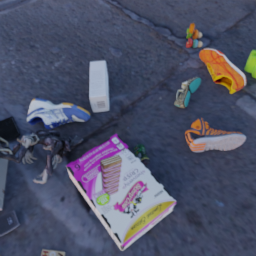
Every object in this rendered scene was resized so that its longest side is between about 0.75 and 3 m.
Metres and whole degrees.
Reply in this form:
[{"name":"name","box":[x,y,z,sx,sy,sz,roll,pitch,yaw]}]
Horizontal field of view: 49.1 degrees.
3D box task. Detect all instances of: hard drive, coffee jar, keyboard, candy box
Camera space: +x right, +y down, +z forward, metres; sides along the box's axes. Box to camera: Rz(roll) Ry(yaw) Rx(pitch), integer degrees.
[{"name":"hard drive","box":[-3.732,2.929,8.450,0.831,0.176,0.560,-27,61,-17]},{"name":"coffee jar","box":[0.458,0.960,9.618,0.323,0.395,0.758,17,43,-43]},{"name":"keyboard","box":[-5.364,0.262,10.190,2.548,0.262,1.619,-25,63,-17]},{"name":"candy box","box":[-0.281,1.869,8.708,2.031,0.909,2.979,-33,63,-20]}]

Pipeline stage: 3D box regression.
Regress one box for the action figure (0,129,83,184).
[{"name":"action figure","box":[-3.010,0.806,9.031,2.981,1.521,1.771,2,18,-33]}]

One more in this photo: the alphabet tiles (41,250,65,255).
[{"name":"alphabet tiles","box":[-2.222,4.111,7.732,1.128,0.051,1.349,5,56,4]}]

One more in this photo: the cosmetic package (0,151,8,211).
[{"name":"cosmetic package","box":[-4.446,1.540,8.852,0.895,1.061,1.986,-5,58,-1]}]

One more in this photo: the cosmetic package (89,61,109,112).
[{"name":"cosmetic package","box":[-1.140,-1.647,11.023,0.695,0.954,1.877,-6,55,-1]}]

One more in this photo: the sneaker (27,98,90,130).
[{"name":"sneaker","box":[-2.575,-0.354,10.338,2.366,0.891,1.043,8,68,13]}]

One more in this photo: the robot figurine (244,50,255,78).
[{"name":"robot figurine","box":[5.932,-2.444,11.385,2.116,1.224,1.857,23,46,15]}]

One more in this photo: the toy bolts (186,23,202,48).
[{"name":"toy bolts","box":[3.103,-4.176,12.808,0.701,0.966,1.011,7,75,-3]}]

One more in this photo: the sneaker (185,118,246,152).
[{"name":"sneaker","box":[3.025,0.157,9.918,2.112,0.819,1.183,-1,45,-13]}]

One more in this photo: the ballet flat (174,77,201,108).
[{"name":"ballet flat","box":[2.308,-1.475,11.205,0.632,0.569,1.679,14,56,35]}]

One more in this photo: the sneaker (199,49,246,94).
[{"name":"sneaker","box":[3.740,-2.439,11.618,0.954,0.903,2.474,-33,59,-8]}]
